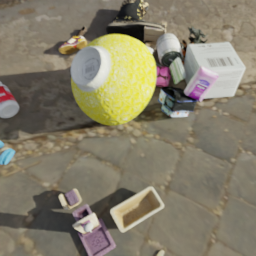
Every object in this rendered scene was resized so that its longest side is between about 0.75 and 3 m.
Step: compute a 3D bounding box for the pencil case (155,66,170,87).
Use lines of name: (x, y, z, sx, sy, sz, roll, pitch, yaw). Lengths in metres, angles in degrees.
pencil case: (0.692, -2.139, 11.723, 2.142, 0.972, 1.003, 3, 26, 4)

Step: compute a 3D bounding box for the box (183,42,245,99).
box: (3.336, -2.300, 11.280, 1.777, 1.530, 1.786, -5, 51, -6)

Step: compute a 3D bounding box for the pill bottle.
pill bottle: (-5.097, -1.183, 11.262, 0.847, 0.847, 1.508, -33, 67, -16)

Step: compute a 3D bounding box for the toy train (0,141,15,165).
toy train: (-5.485, 1.467, 9.805, 1.643, 1.202, 2.840, 32, 66, 1)

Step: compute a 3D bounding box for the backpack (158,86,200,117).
backpack: (1.858, -1.058, 10.972, 1.404, 1.082, 1.337, 1, 35, -35)

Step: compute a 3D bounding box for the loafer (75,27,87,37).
loafer: (-2.272, -4.523, 13.322, 0.306, 0.297, 0.838, 21, 64, 11)

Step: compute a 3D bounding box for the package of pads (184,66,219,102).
package of pads: (2.627, -1.593, 10.135, 0.723, 1.199, 0.454, 23, 39, -8)

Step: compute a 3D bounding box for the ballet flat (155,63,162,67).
ballet flat: (0.818, -2.701, 12.295, 1.565, 0.541, 0.557, 5, 44, 3)

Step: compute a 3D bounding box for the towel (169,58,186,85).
towel: (1.929, -2.207, 10.987, 0.172, 1.120, 0.835, -16, 87, -8)

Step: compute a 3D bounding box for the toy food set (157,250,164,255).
toy food set: (1.471, 4.806, 8.365, 2.080, 0.417, 1.436, 34, 67, 16)

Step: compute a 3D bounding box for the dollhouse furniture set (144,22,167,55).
dollhouse furniture set: (0.965, -4.169, 12.329, 1.419, 1.664, 0.812, 10, 56, 8)

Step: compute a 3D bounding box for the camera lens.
camera lens: (1.710, -3.216, 11.695, 0.956, 0.956, 1.195, -5, 56, -3)

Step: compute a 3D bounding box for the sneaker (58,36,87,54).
sneaker: (-2.614, -3.836, 12.902, 1.349, 0.506, 0.608, -23, 56, -18)

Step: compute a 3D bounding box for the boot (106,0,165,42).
boot: (0.545, -5.095, 13.124, 2.784, 1.019, 2.096, 7, 60, 22)

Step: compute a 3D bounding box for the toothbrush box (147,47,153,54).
toothbrush box: (-0.243, -1.603, 10.281, 1.172, 1.982, 2.722, 24, 86, -1)

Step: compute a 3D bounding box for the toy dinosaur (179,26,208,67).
toy dinosaur: (2.843, -3.392, 12.461, 2.388, 1.220, 1.621, 18, 84, -8)

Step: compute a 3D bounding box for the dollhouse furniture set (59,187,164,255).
dollhouse furniture set: (-0.511, 2.269, 8.760, 2.916, 2.069, 2.310, -27, 66, -13)

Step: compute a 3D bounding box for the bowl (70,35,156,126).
bowl: (-0.796, -1.643, 8.579, 2.952, 1.588, 2.952, -7, 77, 32)
